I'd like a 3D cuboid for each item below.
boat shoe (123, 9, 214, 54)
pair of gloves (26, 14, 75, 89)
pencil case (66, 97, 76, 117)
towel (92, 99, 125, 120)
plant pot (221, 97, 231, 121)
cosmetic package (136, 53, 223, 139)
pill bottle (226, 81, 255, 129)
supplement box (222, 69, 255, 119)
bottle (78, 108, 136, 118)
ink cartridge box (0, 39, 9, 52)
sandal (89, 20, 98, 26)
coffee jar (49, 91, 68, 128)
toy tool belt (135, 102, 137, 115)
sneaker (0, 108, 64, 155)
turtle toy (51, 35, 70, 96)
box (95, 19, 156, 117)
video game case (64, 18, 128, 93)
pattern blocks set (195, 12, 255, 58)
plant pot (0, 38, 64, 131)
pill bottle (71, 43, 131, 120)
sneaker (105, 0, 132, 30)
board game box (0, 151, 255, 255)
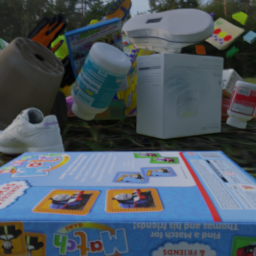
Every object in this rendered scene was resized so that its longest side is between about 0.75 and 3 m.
[{"bbox_3d":[1.087,-2.468,7.606,2.868,1.001,1.017,16,62,43],"label":"boat shoe"},{"bbox_3d":[-1.906,-2.030,7.792,2.082,1.855,0.257,28,22,-52],"label":"pair of gloves"},{"bbox_3d":[-2.794,-0.848,11.480,0.993,0.951,2.296,7,10,27],"label":"pencil case"},{"bbox_3d":[-0.830,-0.611,9.934,1.435,0.156,1.052,-3,-36,-1],"label":"towel"},{"bbox_3d":[3.423,-0.746,10.746,1.094,1.125,1.125,13,13,21],"label":"plant pot"},{"bbox_3d":[1.423,-0.882,7.759,2.117,2.123,1.305,-5,11,-31],"label":"cosmetic package"},{"bbox_3d":[3.434,-0.685,8.412,0.740,1.318,0.740,13,14,-3],"label":"pill bottle"},{"bbox_3d":[4.100,-1.350,11.448,2.435,0.895,1.535,32,-11,-33],"label":"supplement box"},{"bbox_3d":[-0.835,-0.860,11.738,2.607,0.851,1.089,-4,3,-22],"label":"bottle"},{"bbox_3d":[-4.128,-2.155,9.573,0.792,1.371,1.877,-28,2,1],"label":"ink cartridge box"},{"bbox_3d":[-1.491,-3.526,10.952,0.536,1.349,0.588,24,9,-25],"label":"sandal"},{"bbox_3d":[-3.002,-0.636,9.048,2.408,1.256,1.027,6,14,39],"label":"coffee jar"},{"bbox_3d":[1.073,-0.844,10.103,1.005,1.021,1.636,1,-20,-29],"label":"toy tool belt"},{"bbox_3d":[-1.967,0.076,5.462,1.907,0.950,0.714,3,11,33],"label":"sneaker"},{"bbox_3d":[-2.455,-2.102,9.426,1.506,2.067,1.045,17,36,-29],"label":"turtle toy"},{"bbox_3d":[-0.537,-2.120,10.300,2.408,2.500,1.525,36,59,18],"label":"box"},{"bbox_3d":[-0.819,-1.826,7.991,1.569,2.193,0.195,-23,43,-18],"label":"video game case"},{"bbox_3d":[2.514,-2.566,7.649,1.612,1.834,0.149,-31,-41,10],"label":"pattern blocks set"},{"bbox_3d":[-2.490,-1.003,6.531,2.086,1.810,2.086,34,26,-19],"label":"plant pot"},{"bbox_3d":[-0.813,-1.138,7.381,1.085,1.958,1.085,23,32,-15],"label":"pill bottle"},{"bbox_3d":[-0.463,-4.177,11.163,0.898,2.037,0.767,11,36,-54],"label":"sneaker"},{"bbox_3d":[-0.126,0.688,2.919,2.738,0.501,2.071,0,9,3],"label":"board game box"}]
